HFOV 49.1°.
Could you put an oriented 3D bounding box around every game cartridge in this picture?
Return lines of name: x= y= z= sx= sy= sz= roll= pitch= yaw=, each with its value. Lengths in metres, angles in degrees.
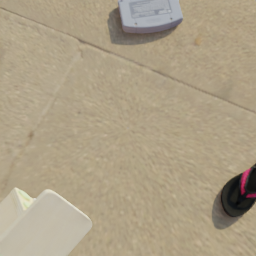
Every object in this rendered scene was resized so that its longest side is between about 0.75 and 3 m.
game cartridge: x=0.683 y=-3.560 z=8.692 sx=1.861 sy=0.377 sz=1.241 roll=-9 pitch=69 yaw=-3

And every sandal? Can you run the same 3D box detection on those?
sandal: x=3.181 y=1.349 z=7.041 sx=2.148 sy=0.484 sz=0.807 roll=-39 pitch=76 yaw=-11

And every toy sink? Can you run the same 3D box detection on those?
toy sink: x=-1.069 y=1.119 z=2.972 sx=1.105 sy=0.720 sz=0.619 roll=-48 pitch=33 yaw=-10
